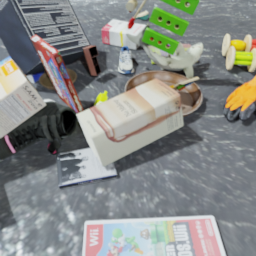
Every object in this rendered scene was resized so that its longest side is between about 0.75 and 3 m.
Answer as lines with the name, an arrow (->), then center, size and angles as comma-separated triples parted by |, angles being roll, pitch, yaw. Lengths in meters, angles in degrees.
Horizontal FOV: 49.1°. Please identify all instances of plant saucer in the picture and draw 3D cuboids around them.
plant saucer -> -2.655, -1.843, 10.646 | 1.407, 0.207, 1.407 | 0, 41, 0
plant saucer -> 1.180, -1.088, 9.580 | 2.614, 0.450, 2.614 | 3, 43, -3

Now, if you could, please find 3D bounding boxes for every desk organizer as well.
desk organizer -> -1.271, -2.474, 10.328 | 0.379, 1.058, 0.407 | -30, 28, -27

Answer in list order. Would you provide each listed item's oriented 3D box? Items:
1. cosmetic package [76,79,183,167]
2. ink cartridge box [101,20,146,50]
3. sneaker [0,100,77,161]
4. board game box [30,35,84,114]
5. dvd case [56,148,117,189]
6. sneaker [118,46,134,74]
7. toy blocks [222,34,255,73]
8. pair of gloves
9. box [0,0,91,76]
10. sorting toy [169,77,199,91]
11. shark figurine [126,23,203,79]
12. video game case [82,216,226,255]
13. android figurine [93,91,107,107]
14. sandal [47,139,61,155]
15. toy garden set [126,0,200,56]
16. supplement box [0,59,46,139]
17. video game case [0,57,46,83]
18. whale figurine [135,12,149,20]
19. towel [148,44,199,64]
cosmetic package -> 0.070, -0.208, 7.546 | 2.528, 1.103, 1.307 | -27, 40, -14
ink cartridge box -> -0.175, -4.360, 13.062 | 1.753, 0.731, 1.273 | 16, 44, 17
sneaker -> -2.633, 0.097, 7.673 | 1.472, 1.050, 2.969 | 10, 36, 36
board game box -> -2.085, -1.505, 8.489 | 0.238, 2.449, 1.261 | -38, 55, -18
dvd case -> -1.137, 1.009, 7.497 | 1.495, 0.185, 1.124 | -9, 42, -10
sneaker -> -0.123, -2.775, 11.331 | 0.630, 0.697, 1.636 | -4, 43, -5
toy blocks -> 5.341, -3.039, 11.442 | 2.590, 0.940, 2.158 | 4, 42, 5
pair of gloves -> 4.625, -0.887, 8.654 | 2.663, 0.370, 2.989 | -41, 37, -22
box -> -3.123, -3.513, 10.152 | 1.606, 2.586, 2.607 | -21, 8, 40
sorting toy -> 1.585, -1.302, 9.188 | 1.337, 0.996, 0.179 | -22, 89, -35
shark figurine -> 1.378, -2.609, 10.694 | 3.078, 1.839, 1.285 | 7, -5, -25
video game case -> 0.531, 2.749, 5.508 | 2.874, 0.251, 2.055 | -2, 42, -2
android figurine -> -0.897, -0.502, 8.471 | 0.262, 1.161, 1.276 | 20, 74, -18
sandal -> -2.033, 0.538, 7.543 | 0.336, 0.894, 0.201 | 47, 56, -1
toy garden set -> 0.975, -3.964, 8.777 | 2.277, 2.732, 0.545 | 25, 47, 0
supplement box -> -3.427, -0.469, 6.892 | 2.393, 0.880, 1.508 | -39, 46, -9
video game case -> -3.944, -2.662, 11.396 | 1.763, 0.442, 1.945 | 17, 45, 19
whale figurine -> 0.772, -6.070, 15.314 | 0.761, 0.395, 0.606 | -7, 29, 29
towel -> 1.945, -3.199, 12.160 | 2.070, 0.236, 1.487 | -3, 43, -3
